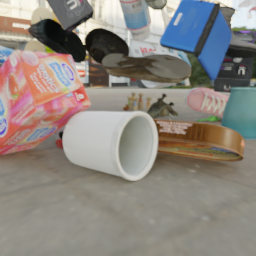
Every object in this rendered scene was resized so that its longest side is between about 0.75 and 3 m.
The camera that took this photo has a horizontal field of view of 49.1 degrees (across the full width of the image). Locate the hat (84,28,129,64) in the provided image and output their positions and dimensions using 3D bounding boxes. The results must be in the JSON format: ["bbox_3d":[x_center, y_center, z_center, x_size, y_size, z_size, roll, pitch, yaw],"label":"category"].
[{"bbox_3d":[-0.971,-3.137,11.726,2.001,2.001,0.807,3,52,14],"label":"hat"}]

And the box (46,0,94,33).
[{"bbox_3d":[-1.822,-3.786,8.702,1.056,1.217,1.991,-32,18,1],"label":"box"}]

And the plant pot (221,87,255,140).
[{"bbox_3d":[3.903,-0.535,9.147,1.661,1.561,1.661,0,11,0],"label":"plant pot"}]

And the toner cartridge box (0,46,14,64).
[{"bbox_3d":[-3.926,-2.275,8.763,1.013,0.481,0.219,10,-18,-38],"label":"toner cartridge box"}]

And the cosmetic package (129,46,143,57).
[{"bbox_3d":[0.179,-3.293,13.801,0.538,0.748,1.326,-4,-26,-25],"label":"cosmetic package"}]

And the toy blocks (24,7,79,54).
[{"bbox_3d":[-3.037,-3.721,11.887,0.977,2.242,2.689,22,17,13],"label":"toy blocks"}]

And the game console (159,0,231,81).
[{"bbox_3d":[1.913,-2.447,7.708,1.581,1.852,1.096,19,-24,19],"label":"game console"}]

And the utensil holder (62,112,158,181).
[{"bbox_3d":[-0.374,0.271,5.504,1.480,1.258,1.258,6,12,38],"label":"utensil holder"}]

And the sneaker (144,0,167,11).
[{"bbox_3d":[0.516,-3.796,7.728,1.377,0.537,0.587,45,18,1],"label":"sneaker"}]

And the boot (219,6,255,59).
[{"bbox_3d":[3.352,-3.298,9.415,2.386,1.571,0.833,18,-2,21],"label":"boot"}]

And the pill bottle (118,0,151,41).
[{"bbox_3d":[0.263,-3.594,8.861,0.860,1.582,0.860,-8,51,11],"label":"pill bottle"}]

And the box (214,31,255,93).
[{"bbox_3d":[3.978,-2.450,10.519,1.277,2.090,1.108,7,-20,19],"label":"box"}]

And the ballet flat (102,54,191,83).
[{"bbox_3d":[0.455,-1.537,7.515,2.475,0.574,0.834,9,57,20],"label":"ballet flat"}]

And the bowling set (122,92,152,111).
[{"bbox_3d":[0.359,-1.536,16.255,1.365,1.053,1.961,-8,12,-38],"label":"bowling set"}]

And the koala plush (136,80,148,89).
[{"bbox_3d":[0.761,-2.159,11.617,0.937,0.905,1.020,-33,25,22],"label":"koala plush"}]

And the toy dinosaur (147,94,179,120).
[{"bbox_3d":[1.285,-0.802,12.483,2.306,0.888,1.179,-8,34,49],"label":"toy dinosaur"}]

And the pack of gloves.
[{"bbox_3d":[2.214,-3.240,11.547,0.584,2.958,2.485,-12,3,23],"label":"pack of gloves"}]

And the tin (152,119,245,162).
[{"bbox_3d":[1.183,0.269,6.123,2.557,0.535,1.432,6,-19,29],"label":"tin"}]

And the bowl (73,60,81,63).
[{"bbox_3d":[-2.848,-3.647,14.438,1.062,0.208,1.062,17,-9,3],"label":"bowl"}]

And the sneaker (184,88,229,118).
[{"bbox_3d":[3.938,-0.980,11.904,2.883,1.085,1.507,15,6,-18],"label":"sneaker"}]

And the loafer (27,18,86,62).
[{"bbox_3d":[-2.527,-3.207,10.425,0.937,0.943,2.591,8,-11,29],"label":"loafer"}]

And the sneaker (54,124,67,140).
[{"bbox_3d":[-1.504,0.006,8.317,1.073,0.701,1.866,-14,-14,21],"label":"sneaker"}]

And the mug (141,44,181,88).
[{"bbox_3d":[1.298,-2.210,9.628,1.423,1.623,1.199,-10,21,-37],"label":"mug"}]

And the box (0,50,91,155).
[{"bbox_3d":[-2.282,-0.424,6.241,2.682,1.270,1.376,-29,-11,38],"label":"box"}]

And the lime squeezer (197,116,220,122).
[{"bbox_3d":[3.686,-0.361,12.237,1.304,0.246,0.461,-6,-21,-27],"label":"lime squeezer"}]

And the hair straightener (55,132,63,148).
[{"bbox_3d":[-1.019,0.208,7.580,1.788,0.366,0.688,-3,41,5],"label":"hair straightener"}]
